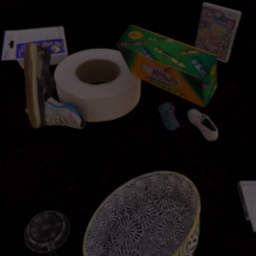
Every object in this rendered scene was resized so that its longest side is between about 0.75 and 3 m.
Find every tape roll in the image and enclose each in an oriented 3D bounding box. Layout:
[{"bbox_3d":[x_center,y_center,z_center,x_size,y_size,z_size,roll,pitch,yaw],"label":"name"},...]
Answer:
[{"bbox_3d":[-1.034,-1.570,9.824,2.981,1.042,2.981,1,46,-1],"label":"tape roll"}]

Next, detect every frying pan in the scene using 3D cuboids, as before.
[{"bbox_3d":[-1.893,2.611,6.320,1.043,0.281,1.725,-2,42,-1],"label":"frying pan"}]

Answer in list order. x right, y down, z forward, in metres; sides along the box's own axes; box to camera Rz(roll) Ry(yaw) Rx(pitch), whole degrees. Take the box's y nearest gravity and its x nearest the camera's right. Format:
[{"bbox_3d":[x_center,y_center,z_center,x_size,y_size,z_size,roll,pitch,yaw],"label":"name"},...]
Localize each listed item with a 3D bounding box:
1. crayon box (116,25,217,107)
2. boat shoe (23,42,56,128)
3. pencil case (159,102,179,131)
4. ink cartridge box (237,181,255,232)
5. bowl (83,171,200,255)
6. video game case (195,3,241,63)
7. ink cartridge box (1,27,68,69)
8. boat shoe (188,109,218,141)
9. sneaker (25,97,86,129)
[{"bbox_3d":[1.149,-1.776,8.093,2.745,1.630,0.800,29,80,25],"label":"crayon box"},{"bbox_3d":[-2.360,-1.190,7.650,0.798,0.885,2.461,0,69,-29],"label":"boat shoe"},{"bbox_3d":[1.257,-0.330,8.564,0.457,0.990,0.421,-2,57,20],"label":"pencil case"},{"bbox_3d":[3.551,1.940,6.863,1.369,0.300,1.382,-2,45,6],"label":"ink cartridge box"},{"bbox_3d":[0.475,2.204,5.745,2.558,1.200,2.558,-27,25,13],"label":"bowl"},{"bbox_3d":[3.525,-3.798,11.288,1.506,2.103,0.189,29,53,25],"label":"video game case"},{"bbox_3d":[-3.988,-3.510,12.074,2.589,0.562,2.565,-8,46,-11],"label":"ink cartridge box"},{"bbox_3d":[2.404,-0.210,8.917,0.516,0.458,1.402,-20,49,-18],"label":"boat shoe"},{"bbox_3d":[-2.353,-0.330,8.907,2.265,0.849,0.981,22,57,30],"label":"sneaker"}]
